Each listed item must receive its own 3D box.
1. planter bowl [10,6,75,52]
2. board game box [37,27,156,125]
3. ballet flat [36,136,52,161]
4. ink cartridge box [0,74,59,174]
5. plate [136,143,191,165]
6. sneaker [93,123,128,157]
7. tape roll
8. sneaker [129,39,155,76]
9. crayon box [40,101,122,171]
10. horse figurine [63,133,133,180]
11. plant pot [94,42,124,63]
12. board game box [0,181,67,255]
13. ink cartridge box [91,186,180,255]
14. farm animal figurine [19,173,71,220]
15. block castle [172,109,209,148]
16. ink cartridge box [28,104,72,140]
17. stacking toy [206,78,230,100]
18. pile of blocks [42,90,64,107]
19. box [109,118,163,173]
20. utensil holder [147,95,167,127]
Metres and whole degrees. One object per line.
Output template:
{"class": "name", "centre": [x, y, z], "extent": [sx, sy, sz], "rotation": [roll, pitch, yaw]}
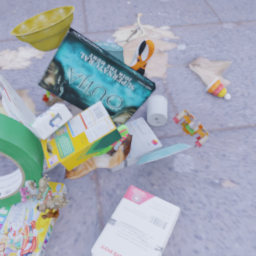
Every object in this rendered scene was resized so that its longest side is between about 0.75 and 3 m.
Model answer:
{"class": "planter bowl", "centre": [-2.245, -2.686, 7.911], "extent": [1.879, 0.782, 1.879], "rotation": [-13, 37, 10]}
{"class": "board game box", "centre": [-0.908, -1.264, 8.189], "extent": [2.889, 1.954, 0.407], "rotation": [29, 32, -20]}
{"class": "ballet flat", "centre": [-2.053, 0.476, 7.294], "extent": [0.437, 1.368, 0.517], "rotation": [17, 52, 17]}
{"class": "ink cartridge box", "centre": [-3.196, -0.202, 8.053], "extent": [0.724, 2.887, 2.341], "rotation": [-34, 58, -6]}
{"class": "plate", "centre": [0.994, 0.718, 8.165], "extent": [1.706, 1.706, 0.218], "rotation": [-18, 84, -15]}
{"class": "sneaker", "centre": [-0.678, 0.316, 7.669], "extent": [1.434, 0.550, 0.601], "rotation": [-26, 33, -19]}
{"class": "tape roll", "centre": [-3.520, 0.842, 6.492], "extent": [2.985, 2.985, 0.717], "rotation": [-5, 45, -5]}
{"class": "sneaker", "centre": [0.315, -1.924, 8.549], "extent": [0.613, 1.619, 0.745], "rotation": [27, 19, -11]}
{"class": "crayon box", "centre": [-1.076, 0.226, 6.280], "extent": [1.647, 0.425, 1.036], "rotation": [-31, 47, -2]}
{"class": "horse figurine", "centre": [-0.761, 0.699, 8.070], "extent": [2.222, 1.472, 0.554], "rotation": [-6, 15, -26]}
{"class": "plant pot", "centre": [-0.810, -2.143, 9.804], "extent": [1.611, 1.513, 1.611], "rotation": [8, 28, -4]}
{"class": "board game box", "centre": [-2.801, 2.500, 7.355], "extent": [1.644, 0.419, 2.446], "rotation": [7, 49, 6]}
{"class": "ink cartridge box", "centre": [0.215, 2.655, 6.950], "extent": [1.456, 0.823, 1.988], "rotation": [22, 52, 18]}
{"class": "farm animal figurine", "centre": [-1.614, 1.333, 5.287], "extent": [0.876, 0.441, 0.708], "rotation": [42, 36, -3]}
{"class": "block castle", "centre": [1.784, 0.019, 8.098], "extent": [1.118, 0.525, 0.747], "rotation": [47, 22, 3]}
{"class": "ink cartridge box", "centre": [-1.738, -0.162, 6.264], "extent": [0.825, 0.361, 0.599], "rotation": [-40, 25, -21]}
{"class": "stacking toy", "centre": [3.544, -1.407, 10.820], "extent": [0.937, 0.685, 0.685], "rotation": [45, 61, 11]}
{"class": "pile of blocks", "centre": [-2.480, -1.311, 9.717], "extent": [0.663, 2.134, 0.876], "rotation": [0, 84, -43]}
{"class": "box", "centre": [-0.020, 0.507, 9.153], "extent": [1.820, 0.375, 1.419], "rotation": [-22, 53, -17]}
{"class": "utensil holder", "centre": [1.016, -0.595, 9.878], "extent": [0.743, 0.743, 0.874], "rotation": [3, 48, 3]}
